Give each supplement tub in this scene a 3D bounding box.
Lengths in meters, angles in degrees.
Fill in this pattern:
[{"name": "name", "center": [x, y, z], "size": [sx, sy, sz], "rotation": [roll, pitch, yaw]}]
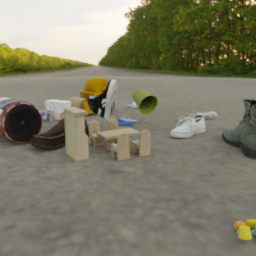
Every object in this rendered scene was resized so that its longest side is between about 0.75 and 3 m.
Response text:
[{"name": "supplement tub", "center": [-4.529, -0.366, 10.613], "size": [1.508, 1.508, 2.821], "rotation": [-12, 17, -41]}]

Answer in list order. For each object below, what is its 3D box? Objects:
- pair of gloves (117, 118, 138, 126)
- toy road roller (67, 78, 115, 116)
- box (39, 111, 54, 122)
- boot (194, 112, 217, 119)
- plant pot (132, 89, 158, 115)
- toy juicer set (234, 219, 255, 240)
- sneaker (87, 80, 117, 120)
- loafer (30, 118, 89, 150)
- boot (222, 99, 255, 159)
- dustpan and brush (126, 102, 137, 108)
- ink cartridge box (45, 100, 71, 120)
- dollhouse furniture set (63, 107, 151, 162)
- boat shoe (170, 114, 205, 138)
[{"name": "pair of gloves", "center": [-0.161, -0.311, 13.212], "size": [1.101, 0.156, 1.369], "rotation": [6, 15, 21]}, {"name": "toy road roller", "center": [-2.061, -1.792, 15.548], "size": [1.606, 1.907, 2.613], "rotation": [12, 18, 40]}, {"name": "box", "center": [-4.351, -0.581, 13.571], "size": [1.419, 0.497, 0.456], "rotation": [0, 14, 3]}, {"name": "boot", "center": [3.830, -0.554, 13.900], "size": [1.046, 0.385, 0.500], "rotation": [-2, 18, 28]}, {"name": "plant pot", "center": [0.672, -1.262, 12.538], "size": [1.029, 1.029, 0.977], "rotation": [-7, 38, -26]}, {"name": "toy juicer set", "center": [2.280, 1.730, 4.716], "size": [0.971, 0.264, 0.618], "rotation": [-3, -5, 3]}, {"name": "sneaker", "center": [-1.179, -1.263, 11.761], "size": [1.133, 2.025, 0.740], "rotation": [23, 43, 9]}, {"name": "loafer", "center": [-2.381, 0.106, 9.900], "size": [0.913, 0.893, 2.502], "rotation": [8, 16, 30]}, {"name": "boot", "center": [3.942, -0.164, 9.290], "size": [0.884, 1.706, 2.612], "rotation": [-1, 14, -3]}, {"name": "dustpan and brush", "center": [0.393, -1.420, 17.571], "size": [1.200, 0.343, 0.838], "rotation": [16, 29, 30]}, {"name": "ink cartridge box", "center": [-3.627, -0.915, 14.090], "size": [1.559, 0.908, 0.526], "rotation": [6, 15, 28]}, {"name": "dollhouse furniture set", "center": [-0.762, 0.058, 8.873], "size": [2.275, 1.481, 2.090], "rotation": [-8, 16, -30]}, {"name": "boat shoe", "center": [2.411, -0.150, 11.072], "size": [1.970, 0.840, 0.728], "rotation": [-11, 18, -38]}]
